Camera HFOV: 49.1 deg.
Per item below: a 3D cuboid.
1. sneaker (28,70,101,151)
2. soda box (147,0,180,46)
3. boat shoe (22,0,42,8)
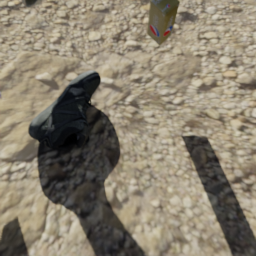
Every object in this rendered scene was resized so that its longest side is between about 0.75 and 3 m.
[{"bbox_3d":[-1.459,-0.448,8.492,1.638,1.093,2.859,31,65,17],"label":"sneaker"},{"bbox_3d":[1.011,-3.239,8.368,0.588,1.836,0.622,-43,82,-5],"label":"soda box"},{"bbox_3d":[-2.408,-4.515,8.035,0.910,2.558,0.800,21,57,-35],"label":"boat shoe"}]
